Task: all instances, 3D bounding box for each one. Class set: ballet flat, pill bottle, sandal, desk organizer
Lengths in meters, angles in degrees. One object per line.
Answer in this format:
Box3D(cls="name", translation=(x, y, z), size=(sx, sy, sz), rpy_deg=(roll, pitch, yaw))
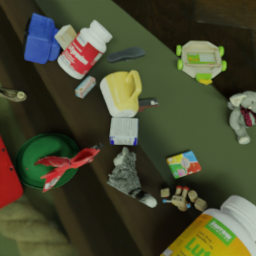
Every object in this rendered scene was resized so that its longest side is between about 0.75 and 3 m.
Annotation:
Box3D(cls="ballet flat", translation=(-4.538, -1.310, 10.691), size=(1.354, 0.314, 0.456), rpy_deg=(13, 58, 9))
Box3D(cls="pill bottle", translation=(-1.616, -2.978, 10.686), size=(2.075, 1.165, 1.165), rpy_deg=(-46, 61, 16))
Box3D(cls="sandal", translation=(-0.084, -3.036, 11.850), size=(1.622, 0.347, 0.617), rpy_deg=(-10, 54, 4))
Box3D(cls="desk organizer", translation=(0.696, -0.833, 10.376), size=(0.811, 0.312, 0.291), rpy_deg=(-8, 57, -5))
Box3D(cls="pill bottle", translation=(2.099, 3.062, 6.930), size=(2.865, 1.591, 1.591), rpy_deg=(-38, 64, -18))

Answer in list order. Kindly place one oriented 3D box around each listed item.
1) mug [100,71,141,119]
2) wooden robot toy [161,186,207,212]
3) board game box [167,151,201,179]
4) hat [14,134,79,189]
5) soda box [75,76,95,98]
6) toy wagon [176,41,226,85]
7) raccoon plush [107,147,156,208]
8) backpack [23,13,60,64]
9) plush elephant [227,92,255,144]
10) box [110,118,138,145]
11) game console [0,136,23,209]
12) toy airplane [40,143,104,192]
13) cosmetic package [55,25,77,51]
Box3D(cls="mug", translation=(-0.237, -1.116, 9.857), size=(1.332, 1.664, 1.366), rpy_deg=(-11, 66, -4))
Box3D(cls="wooden robot toy", translation=(1.643, 2.133, 8.133), size=(1.417, 0.643, 0.624), rpy_deg=(2, 46, 37))
Box3D(cls="board game box", translation=(1.803, 1.200, 9.108), size=(0.893, 0.180, 0.683), rpy_deg=(-17, 58, -10))
Box3D(cls="hat", translation=(-2.506, 0.535, 8.361), size=(2.453, 2.160, 2.032), rpy_deg=(6, 58, 4))
Box3D(cls="soda box", translation=(-1.647, -1.579, 10.823), size=(0.326, 0.303, 0.954), rpy_deg=(23, 53, 17))
Box3D(cls="toy wagon", translation=(2.978, -2.628, 11.467), size=(1.905, 0.486, 2.456), rpy_deg=(2, 57, 2))
Box3D(cls="raccoon plush", translation=(0.253, 1.402, 8.246), size=(1.832, 0.886, 1.227), rpy_deg=(25, 76, 19))
Box3D(cls="backpack", translation=(-3.588, -3.702, 11.663), size=(1.484, 1.437, 1.768), rpy_deg=(10, 51, -27))
Box3D(cls="plush elephant", translation=(4.167, -0.621, 9.596), size=(1.465, 1.377, 1.779), rpy_deg=(-19, 59, -12))
Box3D(cls="box", translation=(-0.133, 0.124, 9.600), size=(0.917, 0.481, 0.844), rpy_deg=(2, 51, 3))
Box3D(cls="game console", translation=(-4.658, 1.296, 7.876), size=(2.199, 2.551, 1.514), rpy_deg=(-11, 15, 20))
Box3D(cls="toy airplane", translation=(-1.633, 1.078, 8.178), size=(2.202, 2.202, 0.405), rpy_deg=(-33, 85, -20))
Box3D(cls="cosmetic package", translation=(-2.289, -3.398, 11.424), size=(0.477, 1.342, 0.706), rpy_deg=(3, 54, 38))
